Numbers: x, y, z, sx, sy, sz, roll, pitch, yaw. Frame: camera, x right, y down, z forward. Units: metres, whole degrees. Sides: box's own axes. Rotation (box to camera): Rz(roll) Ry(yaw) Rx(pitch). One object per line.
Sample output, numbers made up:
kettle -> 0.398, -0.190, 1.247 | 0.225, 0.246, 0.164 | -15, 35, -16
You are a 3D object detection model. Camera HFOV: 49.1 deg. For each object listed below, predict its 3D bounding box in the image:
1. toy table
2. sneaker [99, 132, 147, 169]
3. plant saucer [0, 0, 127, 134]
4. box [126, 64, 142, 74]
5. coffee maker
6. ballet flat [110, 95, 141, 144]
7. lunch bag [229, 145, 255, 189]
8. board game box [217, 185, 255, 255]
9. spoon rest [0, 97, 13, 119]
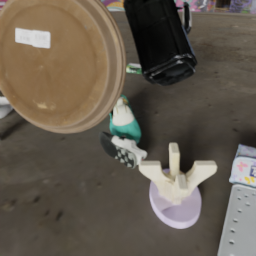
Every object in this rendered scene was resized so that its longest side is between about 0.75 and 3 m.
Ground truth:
toy table -> 1.082, 1.218, 6.415 | 1.687, 1.074, 1.835 | -6, 30, -10
sneaker -> -0.167, 0.559, 8.187 | 1.646, 0.610, 0.728 | 34, 42, 32
plant saucer -> -1.405, -1.181, 5.115 | 2.800, 2.800, 0.412 | 9, 19, 16
box -> 0.554, -3.310, 15.709 | 1.410, 0.256, 1.018 | 10, 29, 20
coffee maker -> 0.854, -2.990, 9.082 | 2.730, 2.842, 1.914 | 0, -22, -41
ballet flat -> -0.256, -0.436, 9.536 | 0.943, 0.986, 2.801 | -15, 30, -4
lunch bag -> 3.187, 1.057, 7.037 | 1.050, 0.787, 1.238 | 14, 37, 25
board game box -> 3.193, 2.379, 4.964 | 2.959, 0.383, 2.960 | 12, 30, 22
spoon rest -> -4.795, -0.544, 9.885 | 1.482, 0.904, 2.984 | -9, 30, -17
